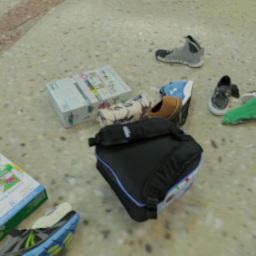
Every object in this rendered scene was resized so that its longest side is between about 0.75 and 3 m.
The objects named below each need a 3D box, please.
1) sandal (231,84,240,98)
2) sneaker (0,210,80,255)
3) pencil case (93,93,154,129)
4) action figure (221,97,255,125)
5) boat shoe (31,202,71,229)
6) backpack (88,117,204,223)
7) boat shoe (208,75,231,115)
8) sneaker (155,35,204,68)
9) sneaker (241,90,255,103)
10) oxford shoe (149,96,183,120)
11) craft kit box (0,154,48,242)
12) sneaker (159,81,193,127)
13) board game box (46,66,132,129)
[{"bbox_3d":[4.680,-1.663,12.269,0.361,0.230,0.960,4,43,4],"label":"sandal"},{"bbox_3d":[-2.415,2.816,6.972,2.677,0.949,1.109,-29,58,-23],"label":"sneaker"},{"bbox_3d":[-0.143,-0.607,10.671,2.250,0.875,1.006,-23,43,-23],"label":"pencil case"},{"bbox_3d":[4.408,-0.512,10.868,1.780,0.487,1.051,-19,47,-9],"label":"action figure"},{"bbox_3d":[-2.105,2.514,7.736,1.241,0.383,0.452,-37,92,-14],"label":"boat shoe"},{"bbox_3d":[0.673,1.084,7.980,2.668,2.158,2.801,-29,61,-21],"label":"backpack"},{"bbox_3d":[3.924,-1.448,11.651,0.795,0.753,2.274,19,46,18],"label":"boat shoe"},{"bbox_3d":[2.580,-3.951,13.811,2.494,1.440,0.936,14,45,14],"label":"sneaker"},{"bbox_3d":[5.239,-1.320,11.739,1.211,0.475,0.481,5,47,-11],"label":"sneaker"},{"bbox_3d":[0.968,-0.358,9.328,0.756,2.121,0.756,13,49,-16],"label":"oxford shoe"},{"bbox_3d":[-4.386,2.106,7.980,2.911,0.715,2.947,30,51,25],"label":"craft kit box"},{"bbox_3d":[1.774,-1.009,11.007,1.269,1.118,2.847,9,34,14],"label":"sneaker"},{"bbox_3d":[-1.588,-1.339,11.428,2.894,0.930,2.135,-21,48,-19],"label":"board game box"}]
